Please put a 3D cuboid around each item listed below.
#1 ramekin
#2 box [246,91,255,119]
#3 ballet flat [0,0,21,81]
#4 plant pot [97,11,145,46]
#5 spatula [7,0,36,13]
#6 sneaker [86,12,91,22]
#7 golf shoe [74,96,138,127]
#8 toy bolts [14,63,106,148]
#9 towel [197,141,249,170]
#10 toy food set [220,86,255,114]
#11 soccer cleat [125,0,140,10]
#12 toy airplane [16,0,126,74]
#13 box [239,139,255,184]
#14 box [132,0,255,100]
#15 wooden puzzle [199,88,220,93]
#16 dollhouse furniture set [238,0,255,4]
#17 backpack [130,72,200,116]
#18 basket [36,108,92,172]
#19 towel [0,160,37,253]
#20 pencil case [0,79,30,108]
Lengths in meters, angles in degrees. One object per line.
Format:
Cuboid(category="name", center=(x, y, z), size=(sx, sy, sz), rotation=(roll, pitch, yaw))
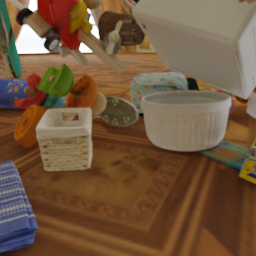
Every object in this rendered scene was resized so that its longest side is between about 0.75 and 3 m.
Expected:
Cuboid(category="ramekin", center=(1.479, -0.239, 7.372), size=(2.274, 1.193, 2.274), rotation=(-2, 15, 1))
Cuboid(category="box", center=(5.208, -0.775, 9.685), size=(1.733, 0.845, 1.078), rotation=(0, 19, 0))
Cuboid(category="ballet flat", center=(-3.387, -2.339, 7.050), size=(0.943, 2.951, 1.116), rotation=(1, 58, -10))
Cuboid(category="plant pot", center=(-0.185, -3.661, 10.517), size=(1.390, 1.404, 1.404), rotation=(14, 23, 33))
Cuboid(category="spatula", center=(-2.636, -3.969, 8.575), size=(1.783, 0.206, 2.565), rotation=(-43, 58, -10))
Cuboid(category="sneaker", center=(-1.712, -4.637, 11.717), size=(0.372, 0.934, 0.362), rotation=(-13, 12, 18))
Cuboid(category="golf shoe", center=(-0.613, -0.668, 9.356), size=(2.459, 0.963, 1.196), rotation=(12, 16, 29))
Cuboid(category="toy bolts", center=(-2.072, -0.437, 8.201), size=(1.805, 2.486, 2.603), rotation=(31, -12, -36))
Cuboid(category="towel", center=(2.517, 0.638, 6.582), size=(1.050, 0.155, 1.431), rotation=(-12, 22, -34))
Cuboid(category="toy food set", center=(3.977, -1.375, 9.921), size=(2.899, 1.843, 0.457), rotation=(-23, 46, -29))
Cuboid(category="soccer cleat", center=(0.529, -3.560, 8.220), size=(0.797, 0.743, 2.179), rotation=(41, 8, 40))
Cuboid(category="toy airplane", center=(-1.157, -2.331, 6.100), size=(2.357, 1.663, 2.346), rotation=(39, 6, -41))
Cuboid(category="box", center=(3.051, 0.418, 5.910), size=(0.772, 0.708, 2.203), rotation=(25, 32, 24))
Cuboid(category="box", center=(2.228, -2.682, 7.069), size=(2.787, 2.399, 2.800), rotation=(31, -3, 33))
Cuboid(category="wooden puzzle", center=(3.331, -1.518, 12.485), size=(1.894, 0.473, 2.045), rotation=(12, 22, 31))
Cuboid(category="dollhouse furniture set", center=(2.725, -2.703, 4.397), size=(1.510, 0.982, 1.387), rotation=(-27, 31, -8))
Cuboid(category="backpack", center=(1.255, -1.167, 9.875), size=(2.355, 1.491, 1.965), rotation=(0, 21, 7))
Cuboid(category="basket", center=(-1.387, 0.217, 6.470), size=(1.122, 1.021, 1.655), rotation=(-2, 18, -6))
Cuboid(category="towel", center=(-2.651, 1.305, 4.522), size=(1.919, 0.316, 2.651), rotation=(-12, 20, -25))
Cuboid(category="pencil case", center=(-4.080, -1.347, 10.845), size=(2.883, 1.125, 1.252), rotation=(1, 51, 1))
